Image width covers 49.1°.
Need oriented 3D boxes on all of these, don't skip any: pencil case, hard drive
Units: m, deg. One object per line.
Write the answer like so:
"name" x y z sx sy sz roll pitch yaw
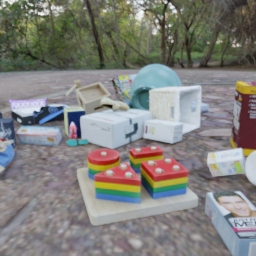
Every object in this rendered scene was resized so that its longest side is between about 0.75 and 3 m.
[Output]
"pencil case" -5.273 -1.145 14.908 1.872 0.800 0.786 -8 45 -21
"hard drive" -4.161 -0.705 13.885 2.699 0.511 1.886 -10 18 -35

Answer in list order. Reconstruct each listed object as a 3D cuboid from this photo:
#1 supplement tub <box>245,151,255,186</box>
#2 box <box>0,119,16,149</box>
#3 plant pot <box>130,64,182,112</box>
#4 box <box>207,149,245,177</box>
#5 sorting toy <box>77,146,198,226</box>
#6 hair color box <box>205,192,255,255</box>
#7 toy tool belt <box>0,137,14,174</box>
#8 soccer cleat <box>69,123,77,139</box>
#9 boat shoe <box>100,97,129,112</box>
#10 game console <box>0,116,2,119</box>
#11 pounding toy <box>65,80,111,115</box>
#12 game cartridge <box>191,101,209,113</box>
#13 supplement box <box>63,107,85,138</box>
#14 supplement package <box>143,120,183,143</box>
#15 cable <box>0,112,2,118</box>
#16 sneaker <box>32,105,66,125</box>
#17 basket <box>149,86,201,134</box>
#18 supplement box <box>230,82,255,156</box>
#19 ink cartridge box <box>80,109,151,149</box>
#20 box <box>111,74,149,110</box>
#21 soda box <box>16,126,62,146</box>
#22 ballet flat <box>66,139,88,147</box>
"supplement tub" 3.560 1.014 6.777 1.217 0.881 0.881 8 10 -29
"box" -4.522 0.223 9.692 1.074 0.978 0.559 -3 16 -9
"plant pot" 1.183 -1.599 13.755 2.628 2.628 1.761 7 30 22
"box" 2.618 0.931 7.457 0.885 0.498 0.449 -12 28 27
"sorting toy" 0.070 1.128 6.724 2.344 0.821 2.359 -5 17 -16
"hair color box" 2.048 1.747 5.193 0.747 0.458 1.509 -1 15 -5
"toy tool belt" -3.464 0.743 7.518 0.956 0.971 1.555 -5 32 10
"soccer cleat" -2.059 0.141 10.415 0.290 0.868 0.332 -2 60 -13
"boat shoe" -0.533 -0.817 10.825 1.132 0.419 0.376 17 58 0
"game console" -5.561 -0.148 10.901 1.547 0.900 1.361 -16 7 -39
"pounding toy" -2.235 -1.589 14.690 2.006 1.045 2.284 -21 45 -19
"game cartridge" 3.256 -1.250 15.990 1.677 0.509 2.515 -12 20 -27
"supplement box" -2.129 -0.241 11.195 0.708 1.055 1.054 -6 15 -19
"supplement package" 1.325 0.109 10.520 1.193 0.661 0.929 9 11 31
"cable" -6.742 -0.436 12.639 1.971 0.501 1.608 -10 20 -16
"sneaker" -3.447 -0.758 12.462 0.618 0.686 1.761 -32 5 35
"basket" 2.001 -0.816 11.826 1.511 1.862 1.878 11 19 42
"supplement box" 4.680 -0.315 9.172 2.214 2.245 1.490 3 15 12
"ink cartridge box" -0.435 -0.073 10.747 1.705 0.966 2.327 12 20 38
"box" 0.484 -2.019 15.846 0.539 1.954 2.861 -19 -1 43
"soda box" -3.227 0.288 10.178 1.507 0.479 0.515 3 35 9
"ballet flat" -1.830 0.536 10.033 0.798 0.272 0.268 1 -6 -16
